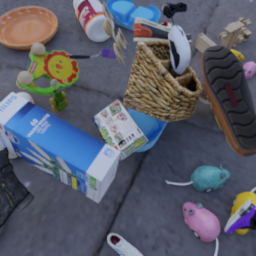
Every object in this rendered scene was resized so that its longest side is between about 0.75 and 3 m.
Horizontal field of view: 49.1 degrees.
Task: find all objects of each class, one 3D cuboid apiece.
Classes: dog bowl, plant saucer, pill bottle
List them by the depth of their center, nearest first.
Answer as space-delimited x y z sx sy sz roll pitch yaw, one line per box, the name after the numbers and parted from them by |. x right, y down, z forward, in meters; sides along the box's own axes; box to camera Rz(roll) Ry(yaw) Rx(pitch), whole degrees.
0.574 -0.360 8.848 1.483 0.659 2.660 23 60 19 | dog bowl
-1.466 -4.556 11.396 1.139 1.139 2.079 -21 59 -13 | pill bottle
-4.127 -4.036 11.464 2.535 0.474 2.535 0 56 0 | plant saucer
0.185 -4.758 11.860 2.415 0.599 1.346 26 60 17 | dog bowl

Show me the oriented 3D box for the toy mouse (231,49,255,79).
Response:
4.007 -2.227 10.327 1.998 0.387 1.776 11 58 7 | toy mouse

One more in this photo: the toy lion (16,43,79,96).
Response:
-2.548 -1.848 9.291 1.724 0.618 1.799 24 66 -21 | toy lion

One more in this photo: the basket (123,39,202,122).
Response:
1.170 -1.291 7.442 1.659 1.731 2.324 22 22 20 | basket

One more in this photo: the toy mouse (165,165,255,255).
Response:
2.218 1.902 7.524 2.593 0.565 2.917 26 61 16 | toy mouse

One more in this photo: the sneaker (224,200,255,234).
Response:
2.686 2.207 6.492 0.537 1.079 0.375 37 35 19 | sneaker

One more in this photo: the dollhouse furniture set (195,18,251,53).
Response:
3.791 -3.685 10.870 2.120 1.099 0.938 -30 63 -18 | dollhouse furniture set

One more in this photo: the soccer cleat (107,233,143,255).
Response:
-0.084 2.990 6.879 1.076 0.465 0.376 30 62 18 | soccer cleat

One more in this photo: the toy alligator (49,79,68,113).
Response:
-2.162 -0.887 8.721 0.512 1.544 0.371 -34 68 -19 | toy alligator

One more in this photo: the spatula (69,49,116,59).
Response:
-1.148 -2.377 9.198 1.582 0.447 0.163 -9 70 -14 | spatula

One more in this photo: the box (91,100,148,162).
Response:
-0.295 0.026 7.778 1.025 0.323 1.862 -36 42 2 | box

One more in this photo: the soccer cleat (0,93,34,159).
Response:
-3.456 -0.290 8.649 0.878 1.086 2.515 -3 56 -2 | soccer cleat

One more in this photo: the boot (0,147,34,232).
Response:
-3.167 1.477 6.381 0.623 1.566 1.798 -15 21 40 | boot

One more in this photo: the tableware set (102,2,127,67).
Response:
-0.338 -2.370 7.100 0.178 1.282 1.534 -18 42 14 | tableware set

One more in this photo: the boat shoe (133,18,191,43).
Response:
1.089 -2.910 8.507 2.094 0.655 0.745 -6 13 -28 | boat shoe

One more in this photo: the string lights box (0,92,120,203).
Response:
-1.673 0.491 6.534 2.875 1.478 0.848 28 58 9 | string lights box

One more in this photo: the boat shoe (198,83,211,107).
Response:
2.757 -1.107 8.909 2.337 0.839 0.885 26 22 -7 | boat shoe

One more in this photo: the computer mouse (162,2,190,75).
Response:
1.354 -2.318 7.275 0.399 1.818 0.997 -1 17 37 | computer mouse

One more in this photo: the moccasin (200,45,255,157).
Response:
2.507 -0.701 6.899 1.058 1.116 2.891 -21 74 1 | moccasin
